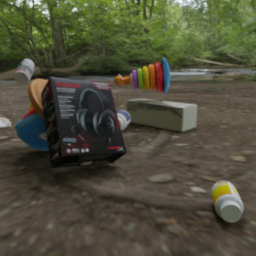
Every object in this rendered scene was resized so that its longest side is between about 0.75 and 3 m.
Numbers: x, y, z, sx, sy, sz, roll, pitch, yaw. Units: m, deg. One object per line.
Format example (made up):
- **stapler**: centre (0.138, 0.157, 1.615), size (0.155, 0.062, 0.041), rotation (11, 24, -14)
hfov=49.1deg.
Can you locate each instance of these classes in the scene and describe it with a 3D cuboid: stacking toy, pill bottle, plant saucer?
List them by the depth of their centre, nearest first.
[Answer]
- **pill bottle**: centre (1.613, 1.206, 4.574), size (0.428, 0.428, 0.783), rotation (2, 12, 10)
- **plant saucer**: centre (-1.869, -0.614, 7.564), size (0.293, 1.818, 1.818), rotation (-38, 1, 18)
- **stacking toy**: centre (-2.346, -0.609, 8.094), size (1.260, 1.332, 2.296), rotation (-24, 48, 16)
- **pill bottle**: centre (-3.417, -1.874, 9.262), size (0.499, 0.499, 0.862), rotation (0, 43, 0)
- **pill bottle**: centre (-0.341, -0.241, 10.470), size (0.680, 0.680, 1.225), rotation (3, 13, 11)
- **stacking toy**: centre (0.533, -2.002, 11.535), size (2.258, 1.311, 1.239), rotation (-6, -7, 2)

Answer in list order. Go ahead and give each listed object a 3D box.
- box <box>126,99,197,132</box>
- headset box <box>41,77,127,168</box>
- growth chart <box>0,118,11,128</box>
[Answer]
- **box**: centre (1.283, -0.570, 11.314), size (2.769, 0.947, 1.138), rotation (11, 16, 39)
- **headset box**: centre (-1.083, -0.216, 6.537), size (1.564, 2.101, 0.812), rotation (2, -26, -34)
- **growth chart**: centre (-5.583, -0.188, 11.360), size (1.537, 0.188, 2.123), rotation (-9, 15, -37)
